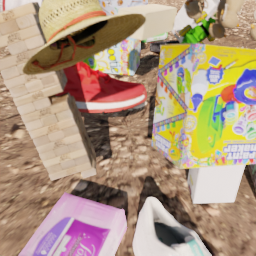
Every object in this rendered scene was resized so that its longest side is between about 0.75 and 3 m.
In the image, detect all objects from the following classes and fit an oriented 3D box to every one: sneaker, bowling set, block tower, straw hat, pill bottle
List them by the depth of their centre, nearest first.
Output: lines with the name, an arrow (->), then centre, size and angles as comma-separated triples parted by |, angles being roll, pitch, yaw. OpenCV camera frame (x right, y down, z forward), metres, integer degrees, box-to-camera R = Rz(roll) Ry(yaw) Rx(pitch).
straw hat -> -0.527, -1.007, 2.658 | 1.291, 0.546, 1.291 | -23, 5, 2
sneaker -> 0.972, 2.191, 3.964 | 1.098, 1.291, 2.918 | -19, 38, -28
block tower -> -1.310, -0.440, 4.522 | 0.810, 2.802, 0.757 | -18, 25, 2
pill bottle -> -2.801, -2.947, 6.008 | 2.089, 1.173, 1.173 | 15, 32, -9
sneaker -> -0.969, -1.228, 6.049 | 2.864, 1.654, 1.122 | -5, 18, -14
bowling set -> 2.006, -2.676, 6.505 | 2.454, 1.317, 1.708 | 26, -15, -21

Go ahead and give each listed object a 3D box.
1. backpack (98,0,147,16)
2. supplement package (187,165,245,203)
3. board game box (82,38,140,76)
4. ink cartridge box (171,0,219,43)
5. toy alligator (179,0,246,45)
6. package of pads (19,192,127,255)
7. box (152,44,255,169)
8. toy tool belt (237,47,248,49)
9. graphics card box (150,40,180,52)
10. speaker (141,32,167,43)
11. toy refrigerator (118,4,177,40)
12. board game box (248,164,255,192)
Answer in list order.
backpack -> -0.273, -4.754, 10.013 | 2.019, 1.556, 1.923 | -35, 47, -10
supplement package -> 1.825, 0.963, 5.954 | 0.912, 1.170, 0.649 | -1, 33, -2
board game box -> -1.035, -3.342, 12.240 | 2.903, 1.495, 1.522 | 7, 32, 11
ink cartridge box -> 2.442, -4.132, 10.397 | 0.495, 1.966, 1.071 | -16, 69, -37
toy alligator -> 2.483, -3.104, 8.442 | 0.835, 2.815, 0.764 | 53, 19, 1
package of pads -> -0.958, 2.108, 4.518 | 1.298, 0.815, 2.155 | 10, 34, 17
box -> 1.261, -0.328, 3.876 | 1.546, 1.489, 0.943 | -1, 15, -19
toy tool belt -> 5.174, -3.213, 12.576 | 1.534, 0.942, 0.958 | -22, 39, -30
graphics card box -> 2.022, -4.071, 13.909 | 1.220, 0.495, 1.945 | -11, 18, -18
speaker -> 1.487, -5.288, 16.045 | 1.509, 0.667, 0.667 | -16, 36, -23
toy refrigerator -> 0.565, -2.949, 7.769 | 0.787, 0.725, 2.073 | 20, 33, 23
board game box -> 3.891, 0.592, 6.525 | 1.910, 1.160, 2.396 | 6, 33, 9
